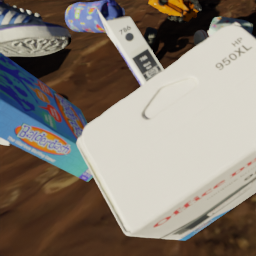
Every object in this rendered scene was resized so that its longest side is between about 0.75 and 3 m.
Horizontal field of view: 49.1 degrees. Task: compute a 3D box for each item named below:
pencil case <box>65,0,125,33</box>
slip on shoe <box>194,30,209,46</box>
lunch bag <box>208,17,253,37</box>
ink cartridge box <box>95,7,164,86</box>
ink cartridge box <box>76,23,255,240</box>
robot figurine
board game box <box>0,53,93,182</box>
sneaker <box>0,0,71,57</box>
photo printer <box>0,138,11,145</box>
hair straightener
[{"bbox_3d":[-0.770,-2.441,6.110,0.615,0.685,1.577,-2,15,-40],"label":"pencil case"},{"bbox_3d":[1.839,-1.657,6.098,0.533,1.742,0.645,-27,68,20],"label":"slip on shoe"},{"bbox_3d":[3.884,-3.665,10.794,1.600,0.617,1.283,16,53,14],"label":"lunch bag"},{"bbox_3d":[0.242,-1.025,4.609,0.410,1.040,2.091,-33,85,3],"label":"ink cartridge box"},{"bbox_3d":[0.951,0.413,3.600,1.982,2.741,1.154,-37,60,5],"label":"ink cartridge box"},{"bbox_3d":[1.016,-2.606,5.874,1.062,0.770,0.309,18,74,-21],"label":"robot figurine"},{"bbox_3d":[-1.709,-0.315,5.052,0.588,2.614,1.988,-44,42,8],"label":"board game box"},{"bbox_3d":[-3.082,-2.972,7.091,2.918,1.176,2.137,-13,82,-22],"label":"sneaker"},{"bbox_3d":[-3.483,-0.205,7.819,1.114,0.465,1.338,11,50,10],"label":"photo printer"},{"bbox_3d":[0.548,-2.872,9.838,0.518,0.975,2.534,21,51,6],"label":"hair straightener"}]
